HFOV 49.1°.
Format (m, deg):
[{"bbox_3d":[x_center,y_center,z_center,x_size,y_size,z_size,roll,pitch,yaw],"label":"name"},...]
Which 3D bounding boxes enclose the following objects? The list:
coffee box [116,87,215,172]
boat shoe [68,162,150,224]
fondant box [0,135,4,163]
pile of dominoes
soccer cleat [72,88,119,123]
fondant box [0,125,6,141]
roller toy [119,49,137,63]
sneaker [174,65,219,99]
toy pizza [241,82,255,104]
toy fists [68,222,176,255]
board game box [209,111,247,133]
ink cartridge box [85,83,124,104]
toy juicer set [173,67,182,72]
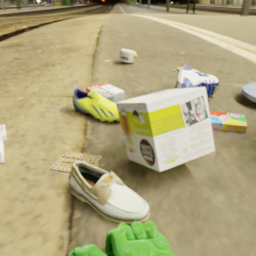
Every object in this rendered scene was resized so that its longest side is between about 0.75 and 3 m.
[{"bbox_3d":[0.933,-0.030,7.321,1.713,1.694,1.710,-17,12,-23],"label":"coffee box"},{"bbox_3d":[-0.504,1.395,6.208,2.142,0.732,0.800,16,32,28],"label":"boat shoe"},{"bbox_3d":[-4.278,0.712,7.878,1.396,0.406,1.007,-10,29,-20],"label":"fondant box"},{"bbox_3d":[-1.410,0.903,7.748,1.191,0.190,0.929,7,29,12],"label":"pile of dominoes"},{"bbox_3d":[-1.085,-0.873,10.246,2.426,1.015,0.784,16,31,28],"label":"soccer cleat"},{"bbox_3d":[-4.263,0.197,9.061,0.557,0.225,0.772,-11,31,-21],"label":"fondant box"},{"bbox_3d":[-0.051,-4.379,17.240,0.985,0.755,1.080,0,25,-27],"label":"roller toy"},{"bbox_3d":[2.828,-1.750,11.394,1.653,1.156,2.862,18,30,11],"label":"sneaker"},{"bbox_3d":[6.104,-1.312,11.740,2.665,0.422,2.665,1,28,-1],"label":"toy pizza"},{"bbox_3d":[-0.262,2.252,4.579,2.182,0.750,1.112,-20,33,-31],"label":"toy fists"},{"bbox_3d":[3.445,-0.224,9.832,1.260,0.254,0.964,7,28,12],"label":"board game box"},{"bbox_3d":[-1.182,-1.523,12.037,1.076,0.497,1.976,-20,35,-34],"label":"ink cartridge box"},{"bbox_3d":[2.861,-3.372,15.912,0.761,0.207,0.484,-19,33,-30],"label":"toy juicer set"}]
